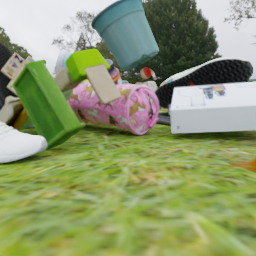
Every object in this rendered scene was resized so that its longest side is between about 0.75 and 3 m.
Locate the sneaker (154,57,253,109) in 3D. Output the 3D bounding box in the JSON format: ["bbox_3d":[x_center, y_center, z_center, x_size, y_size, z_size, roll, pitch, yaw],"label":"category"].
[{"bbox_3d":[2.238,-1.543,8.620,2.911,1.025,1.361,-19,22,27],"label":"sneaker"}]

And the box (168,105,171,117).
[{"bbox_3d":[2.089,-0.498,8.062,1.504,0.363,1.191,-9,15,-24],"label":"box"}]

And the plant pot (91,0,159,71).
[{"bbox_3d":[0.021,-3.065,9.465,1.893,1.854,1.893,-28,2,1],"label":"plant pot"}]

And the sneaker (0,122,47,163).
[{"bbox_3d":[-2.149,0.119,4.220,1.843,0.738,0.648,2,7,4],"label":"sneaker"}]

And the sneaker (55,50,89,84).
[{"bbox_3d":[-1.669,-1.808,11.093,1.909,1.163,2.924,12,-28,8],"label":"sneaker"}]

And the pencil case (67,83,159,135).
[{"bbox_3d":[-0.572,-0.522,7.035,2.764,1.144,1.196,8,1,44],"label":"pencil case"}]

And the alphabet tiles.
[{"bbox_3d":[-2.430,-1.113,7.593,0.062,1.947,1.620,-31,33,27],"label":"alphabet tiles"}]

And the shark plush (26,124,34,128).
[{"bbox_3d":[-3.177,-0.057,7.285,1.368,0.622,0.570,18,22,-21],"label":"shark plush"}]

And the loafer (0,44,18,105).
[{"bbox_3d":[-3.508,-1.259,7.995,1.043,2.859,1.020,-27,-21,-24],"label":"loafer"}]

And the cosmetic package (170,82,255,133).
[{"bbox_3d":[2.169,-0.501,6.284,2.335,0.603,1.760,-3,24,13],"label":"cosmetic package"}]

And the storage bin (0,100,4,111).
[{"bbox_3d":[-4.871,-0.753,9.919,1.157,0.802,1.711,-3,10,-23],"label":"storage bin"}]

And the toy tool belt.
[{"bbox_3d":[0.516,-1.194,9.688,0.962,1.566,0.978,-18,1,39],"label":"toy tool belt"}]

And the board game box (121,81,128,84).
[{"bbox_3d":[-0.292,-1.230,11.477,0.176,1.359,1.359,-27,21,-29],"label":"board game box"}]

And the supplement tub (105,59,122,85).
[{"bbox_3d":[-0.523,-1.241,7.818,0.683,1.276,0.683,-8,41,7],"label":"supplement tub"}]

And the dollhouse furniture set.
[{"bbox_3d":[-1.524,-0.258,5.804,2.618,1.314,1.715,-32,-2,43],"label":"dollhouse furniture set"}]

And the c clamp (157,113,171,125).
[{"bbox_3d":[1.705,-0.279,8.646,1.923,0.305,2.251,-14,17,-39],"label":"c clamp"}]
